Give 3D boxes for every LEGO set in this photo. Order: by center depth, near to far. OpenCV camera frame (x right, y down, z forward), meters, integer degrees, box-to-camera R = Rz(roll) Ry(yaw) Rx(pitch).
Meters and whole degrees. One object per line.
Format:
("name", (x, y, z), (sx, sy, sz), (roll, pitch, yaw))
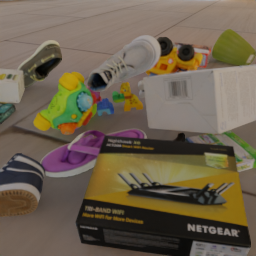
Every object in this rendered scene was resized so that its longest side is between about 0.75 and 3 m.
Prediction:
("LEGO set", (-0.255, -1.059, 8.591), (2.333, 0.957, 0.890), (-9, 44, 4))

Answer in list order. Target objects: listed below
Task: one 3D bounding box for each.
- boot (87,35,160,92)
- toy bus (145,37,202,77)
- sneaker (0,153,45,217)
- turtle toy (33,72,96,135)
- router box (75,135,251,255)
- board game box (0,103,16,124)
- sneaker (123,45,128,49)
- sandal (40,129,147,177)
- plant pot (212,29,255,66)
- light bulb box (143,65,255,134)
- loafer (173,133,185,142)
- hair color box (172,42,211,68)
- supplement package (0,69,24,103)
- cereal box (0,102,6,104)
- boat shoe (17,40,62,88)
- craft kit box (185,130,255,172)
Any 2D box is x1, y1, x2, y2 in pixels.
("boot", (-0.207, -1.539, 7.405), (1.132, 0.871, 2.368), (-41, 10, -32))
("toy bus", (1.453, -2.080, 9.910), (1.891, 1.815, 1.283), (21, 1, 14))
("sneaker", (-2.783, 1.116, 5.588), (2.257, 0.791, 1.224), (0, 29, 0))
("turtle toy", (-1.495, -0.596, 7.713), (1.146, 1.653, 2.268), (35, 12, -5))
("router box", (0.634, 1.149, 5.089), (2.638, 0.689, 2.074), (4, 41, 7))
("board game box", (-4.392, -0.239, 8.269), (1.266, 0.264, 1.872), (7, 32, 9))
("sneaker", (0.754, -2.805, 11.396), (2.129, 0.772, 1.214), (24, 14, 16))
("sandal", (-0.837, 0.385, 6.845), (2.722, 0.669, 1.108), (-17, 33, -23))
("plant pot", (4.893, -3.470, 12.672), (1.443, 1.443, 1.542), (-26, 53, -35))
("light bulb box", (1.976, -0.791, 7.206), (2.241, 1.398, 2.221), (-15, 13, -38))
("loafer", (1.161, 0.440, 7.025), (0.374, 0.383, 1.049), (14, 36, 18))
("hair color box", (2.600, -3.435, 13.035), (2.287, 0.731, 1.268), (12, 33, 17))
("supplement package", (-3.976, -1.413, 9.391), (0.753, 0.748, 0.993), (3, 35, -11))
("cereal box", (-4.512, -1.011, 9.612), (0.635, 0.174, 0.882), (-27, 40, -37))
("boat shoe", (-3.214, -2.114, 10.003), (0.831, 2.324, 0.695), (4, 56, -56))
("craft kit box", (2.326, 0.577, 6.925), (1.348, 0.331, 1.365), (-13, 34, -16))
